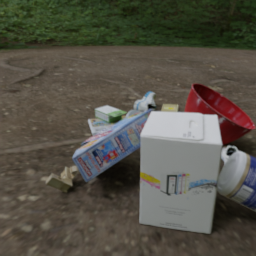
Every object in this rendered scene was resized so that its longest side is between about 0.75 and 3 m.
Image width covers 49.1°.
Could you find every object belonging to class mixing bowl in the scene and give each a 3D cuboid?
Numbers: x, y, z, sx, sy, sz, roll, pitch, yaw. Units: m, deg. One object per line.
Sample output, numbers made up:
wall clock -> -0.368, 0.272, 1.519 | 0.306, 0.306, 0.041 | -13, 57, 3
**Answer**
mixing bowl -> 3.361, -0.329, 11.269 | 2.898, 1.569, 2.898 | 25, 29, -15

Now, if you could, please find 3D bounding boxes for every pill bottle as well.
pill bottle -> 3.520, 1.594, 7.075 | 2.202, 1.223, 1.223 | 27, 26, 4

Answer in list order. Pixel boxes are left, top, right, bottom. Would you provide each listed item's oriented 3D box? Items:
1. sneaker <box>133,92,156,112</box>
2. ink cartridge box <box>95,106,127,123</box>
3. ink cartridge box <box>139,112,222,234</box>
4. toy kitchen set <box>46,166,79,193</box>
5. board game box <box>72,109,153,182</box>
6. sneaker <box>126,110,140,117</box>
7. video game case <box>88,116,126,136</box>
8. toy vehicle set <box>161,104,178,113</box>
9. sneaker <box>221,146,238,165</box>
sneaker -> 1.191, -1.309, 15.623 | 0.978, 0.846, 2.257 | 17, 36, 23
ink cartridge box -> -0.841, -0.621, 13.594 | 0.809, 0.462, 1.559 | -20, 28, -38
ink cartridge box -> 1.319, 1.039, 7.298 | 1.821, 2.518, 1.854 | 5, 23, 11
toy kitchen set -> -1.993, 1.361, 8.500 | 0.730, 0.661, 0.810 | 32, 17, -30
board game box -> -0.751, 0.595, 8.846 | 2.721, 0.840, 2.723 | -34, 11, -33
sneaker -> 1.081, 0.303, 11.007 | 2.732, 0.967, 0.998 | 34, 53, 12
video game case -> -0.828, -0.111, 13.261 | 1.927, 0.221, 1.753 | -6, 23, -13
toy vehicle set -> 2.309, -1.017, 15.524 | 0.849, 0.181, 1.367 | 5, 22, 11
sneaker -> 3.705, 0.944, 10.000 | 0.683, 0.662, 1.870 | 4, 18, 9
